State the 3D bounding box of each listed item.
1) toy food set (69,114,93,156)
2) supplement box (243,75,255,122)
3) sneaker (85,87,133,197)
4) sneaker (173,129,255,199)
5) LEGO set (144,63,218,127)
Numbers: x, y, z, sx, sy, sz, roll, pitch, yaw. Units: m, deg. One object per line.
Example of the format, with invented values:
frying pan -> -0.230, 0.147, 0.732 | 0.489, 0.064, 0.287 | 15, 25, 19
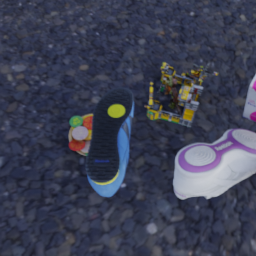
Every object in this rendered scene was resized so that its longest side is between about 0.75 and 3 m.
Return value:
toy food set -> -1.148, 0.204, 9.211 | 1.692, 0.416, 1.710 | -15, 59, -9
supplement box -> 3.254, -0.746, 5.957 | 1.093, 2.161, 1.117 | 29, 86, 24
sneaker -> -0.397, 0.295, 6.976 | 0.944, 1.123, 2.864 | 3, 57, 9
sneaker -> 2.084, 0.805, 6.115 | 2.644, 1.317, 0.990 | -11, 41, -19
LEGO set -> 1.725, -1.385, 9.568 | 2.020, 1.522, 2.627 | 24, 61, 15
